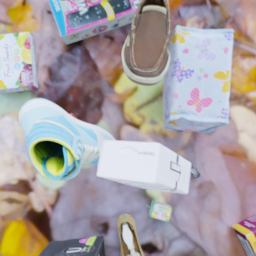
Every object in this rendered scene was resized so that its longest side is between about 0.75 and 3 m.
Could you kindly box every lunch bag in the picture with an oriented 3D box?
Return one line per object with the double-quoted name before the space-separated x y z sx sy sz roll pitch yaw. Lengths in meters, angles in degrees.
"lunch bag" 1.865 -1.156 8.025 1.837 2.889 2.450 5 83 1

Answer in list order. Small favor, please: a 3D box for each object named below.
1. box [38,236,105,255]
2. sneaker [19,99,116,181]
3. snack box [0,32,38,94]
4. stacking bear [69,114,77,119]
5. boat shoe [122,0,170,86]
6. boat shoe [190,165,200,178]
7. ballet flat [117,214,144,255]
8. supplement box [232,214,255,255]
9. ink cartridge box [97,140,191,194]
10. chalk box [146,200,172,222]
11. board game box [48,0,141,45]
"box" -1.461 4.734 7.705 1.751 2.092 2.817 -7 83 -1
"sneaker" -1.107 0.625 6.183 2.774 1.811 1.103 29 111 -35
"snack box" -3.814 -2.170 9.362 1.328 0.495 1.868 -7 83 -1
"stacking bear" -2.290 0.395 8.861 1.683 0.957 1.022 -21 64 7
"boat shoe" 0.418 -2.056 5.877 1.004 1.005 2.717 5 49 2
"boat shoe" 2.018 1.323 9.068 0.775 0.234 0.286 44 85 5
"ballet flat" 0.060 3.751 8.547 0.740 0.680 2.157 -16 84 -2
"supplement box" 4.622 3.243 8.344 2.329 1.202 1.525 -26 84 -3
"ink cartridge box" 0.366 0.800 5.454 1.219 1.669 0.704 0 73 32
"chalk box" 0.922 2.586 8.789 0.787 0.490 0.487 15 83 3
"board game box" -1.122 -4.320 9.259 2.900 0.932 2.139 -20 93 -1
